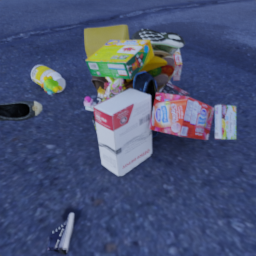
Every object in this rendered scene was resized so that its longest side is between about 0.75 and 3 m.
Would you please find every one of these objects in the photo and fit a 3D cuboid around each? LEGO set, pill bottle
[{"bbox_3d":[-0.626,-1.670,9.692,1.234,0.998,2.682,10,49,1],"label":"LEGO set"},{"bbox_3d":[-4.003,-2.448,14.125,1.771,0.996,0.996,31,45,31],"label":"pill bottle"}]

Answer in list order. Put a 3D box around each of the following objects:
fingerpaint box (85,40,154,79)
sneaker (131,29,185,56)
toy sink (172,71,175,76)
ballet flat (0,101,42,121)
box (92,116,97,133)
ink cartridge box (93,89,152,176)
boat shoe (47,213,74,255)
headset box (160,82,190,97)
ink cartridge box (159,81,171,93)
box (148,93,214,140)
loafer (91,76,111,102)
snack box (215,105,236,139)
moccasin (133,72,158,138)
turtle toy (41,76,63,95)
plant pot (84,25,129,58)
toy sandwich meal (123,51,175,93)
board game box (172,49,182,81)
[{"bbox_3d":[-0.268,-2.293,9.279,1.742,0.639,1.454,12,48,36],"label":"fingerpaint box"},{"bbox_3d":[1.095,-3.070,10.660,2.235,0.990,0.859,-1,48,-26],"label":"sneaker"},{"bbox_3d":[0.839,-2.716,11.984,1.942,1.088,1.266,22,33,-38],"label":"toy sink"},{"bbox_3d":[-4.009,-0.556,9.663,2.112,0.702,0.600,-10,3,-31],"label":"ballet flat"},{"bbox_3d":[-0.489,-0.149,10.274,1.467,1.175,0.325,-21,45,-10],"label":"box"},{"bbox_3d":[-0.108,0.137,9.301,1.729,2.355,0.976,-30,40,-35],"label":"ink cartridge box"},{"bbox_3d":[-1.763,2.721,7.353,0.528,0.425,1.138,7,36,-3],"label":"boat shoe"},{"bbox_3d":[1.733,-1.059,11.265,1.082,0.546,1.456,29,78,8],"label":"headset box"},{"bbox_3d":[0.822,-1.711,13.039,2.219,0.929,1.610,-9,42,-12],"label":"ink cartridge box"},{"bbox_3d":[1.926,-0.345,9.721,1.208,1.261,2.530,14,4,36],"label":"box"},{"bbox_3d":[-0.904,-1.340,11.763,0.788,2.158,0.766,4,51,37],"label":"loafer"},{"bbox_3d":[3.282,-0.181,9.432,0.806,1.133,0.300,1,-2,-36],"label":"snack box"},{"bbox_3d":[0.698,-0.695,10.213,1.052,2.615,0.892,-26,31,-18],"label":"moccasin"},{"bbox_3d":[-2.546,-1.376,9.304,0.643,0.446,0.883,47,16,-3],"label":"turtle toy"},{"bbox_3d":[-0.843,-2.990,12.104,1.892,1.879,1.935,-5,56,4],"label":"plant pot"},{"bbox_3d":[0.762,-1.803,10.918,2.669,2.669,0.914,-14,55,-18],"label":"toy sandwich meal"},{"bbox_3d":[2.152,-3.038,12.750,0.324,1.061,1.401,-4,59,0],"label":"board game box"}]
